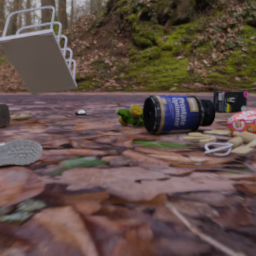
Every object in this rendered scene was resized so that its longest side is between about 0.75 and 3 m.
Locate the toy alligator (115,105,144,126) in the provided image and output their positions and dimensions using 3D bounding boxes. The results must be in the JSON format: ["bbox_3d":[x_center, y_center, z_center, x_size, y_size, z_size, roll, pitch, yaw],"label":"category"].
[{"bbox_3d":[0.697,-0.436,10.419,2.778,0.667,0.921,-8,-20,-40],"label":"toy alligator"}]

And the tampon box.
[{"bbox_3d":[5.477,-1.405,15.080,1.487,1.115,0.939,-2,9,-11],"label":"tampon box"}]

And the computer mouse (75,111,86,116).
[{"bbox_3d":[-2.320,-0.737,13.820,0.521,0.208,0.949,-2,9,-4],"label":"computer mouse"}]

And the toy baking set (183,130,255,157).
[{"bbox_3d":[2.424,0.383,6.722,1.872,0.284,2.439,-6,10,-16],"label":"toy baking set"}]

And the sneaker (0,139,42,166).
[{"bbox_3d":[-2.331,0.486,5.358,1.323,0.505,0.533,-5,1,-35],"label":"sneaker"}]

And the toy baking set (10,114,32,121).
[{"bbox_3d":[-5.015,-0.412,11.951,1.301,0.197,1.695,1,8,23],"label":"toy baking set"}]

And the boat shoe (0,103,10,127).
[{"bbox_3d":[-5.019,-0.354,9.174,1.011,1.067,2.817,-2,-1,8],"label":"boat shoe"}]

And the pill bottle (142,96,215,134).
[{"bbox_3d":[1.607,-0.443,8.862,2.108,1.179,1.179,-3,9,-18],"label":"pill bottle"}]

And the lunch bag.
[{"bbox_3d":[3.734,-0.193,8.280,1.260,0.586,1.431,-9,10,43],"label":"lunch bag"}]

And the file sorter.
[{"bbox_3d":[-3.540,-3.149,11.709,2.071,1.859,2.985,-7,-35,5],"label":"file sorter"}]
